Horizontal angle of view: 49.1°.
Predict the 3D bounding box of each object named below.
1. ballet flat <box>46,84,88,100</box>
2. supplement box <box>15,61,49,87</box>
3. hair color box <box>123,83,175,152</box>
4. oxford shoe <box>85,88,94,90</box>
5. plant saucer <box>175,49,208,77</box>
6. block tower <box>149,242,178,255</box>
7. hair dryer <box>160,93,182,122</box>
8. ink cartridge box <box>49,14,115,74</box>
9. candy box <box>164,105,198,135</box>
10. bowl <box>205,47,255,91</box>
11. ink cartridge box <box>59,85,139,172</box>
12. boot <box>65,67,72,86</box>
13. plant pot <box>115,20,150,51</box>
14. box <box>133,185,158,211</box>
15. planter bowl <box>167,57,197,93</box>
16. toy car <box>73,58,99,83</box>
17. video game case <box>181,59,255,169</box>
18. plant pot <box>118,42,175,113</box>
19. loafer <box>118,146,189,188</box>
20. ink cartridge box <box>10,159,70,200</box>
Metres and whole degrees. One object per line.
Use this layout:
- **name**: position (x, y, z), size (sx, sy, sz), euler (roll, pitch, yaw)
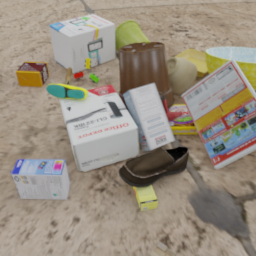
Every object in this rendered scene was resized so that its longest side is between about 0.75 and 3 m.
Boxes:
- **ballet flat**: position (-2.133, -1.291, 9.971), size (1.534, 0.512, 0.514), euler (10, 24, 14)
- **supplement box**: position (-4.465, -2.536, 13.181), size (1.106, 0.745, 1.122), euler (3, 39, 4)
- **hair color box**: position (0.702, -0.351, 9.526), size (1.032, 2.084, 0.632), euler (-20, 0, -22)
- **oxford shoe**: position (-1.381, -1.468, 12.193), size (1.276, 0.480, 0.368), euler (9, -2, 23)
- **plant saucer**: position (3.440, -3.270, 14.299), size (2.048, 0.496, 2.048), euler (28, 47, 31)
- **block tower**: position (0.218, 3.536, 5.656), size (0.705, 0.755, 2.612), euler (27, 45, 29)
- **hair dryer**: position (1.347, -0.639, 9.990), size (1.235, 0.940, 0.335), euler (23, 28, -3)
- **ink cartridge box**: position (-2.288, -4.412, 14.510), size (2.690, 1.964, 1.974), euler (-29, 48, -31)
- **candy box**: position (2.335, -0.353, 10.591), size (2.956, 0.390, 1.511), euler (-1, 38, 6)
- **bowl**: position (4.421, -2.125, 10.983), size (2.943, 1.584, 2.943), euler (1, 27, 0)
- **ink cartridge box**: position (-1.071, -0.117, 9.710), size (2.088, 1.212, 2.894), euler (-15, 41, -12)
- **boot**: position (-2.740, -2.353, 12.974), size (0.264, 0.699, 0.798), euler (9, 29, -17)
- **plant pot**: position (0.338, -4.500, 15.002), size (1.866, 1.866, 1.715), euler (-23, 55, -26)
- **box**: position (0.419, 1.741, 8.188), size (0.512, 0.341, 1.361), euler (-8, 40, -12)
- **planter bowl**: position (2.047, -2.405, 12.066), size (1.024, 1.521, 1.521), euler (29, 22, -36)
- **toy car**: position (-1.847, -2.555, 13.306), size (1.121, 1.192, 0.266), euler (40, 10, 0)
- **video game case**: position (3.112, -0.481, 8.985), size (0.261, 2.140, 2.993), euler (21, 42, -45)
- **plant pot**: position (0.633, -2.047, 10.966), size (2.331, 2.308, 2.331), euler (-5, 27, 2)
- **loafer**: position (0.826, 0.968, 8.269), size (2.542, 0.907, 0.928), euler (-12, 44, -38)
- **ink cartridge box**: position (-2.550, 1.461, 7.924), size (1.615, 1.102, 0.617), euler (0, 39, 0)
